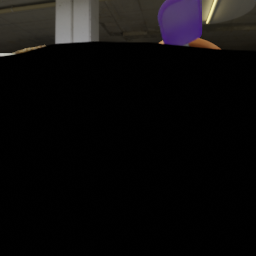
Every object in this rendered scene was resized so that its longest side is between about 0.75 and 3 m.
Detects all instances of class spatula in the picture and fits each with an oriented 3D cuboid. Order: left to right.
[{"bbox_3d":[1.156,-0.986,5.005,0.749,2.649,0.272,-21,25,-1],"label":"spatula"}]

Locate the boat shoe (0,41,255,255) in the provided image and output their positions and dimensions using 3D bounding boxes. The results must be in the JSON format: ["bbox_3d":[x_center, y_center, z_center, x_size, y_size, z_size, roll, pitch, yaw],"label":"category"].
[{"bbox_3d":[-0.524,0.203,0.383,1.730,0.655,0.621,9,1,4],"label":"boat shoe"}]

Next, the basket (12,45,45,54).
[{"bbox_3d":[-1.716,-1.060,7.317,2.832,2.021,2.110,1,11,12],"label":"basket"}]

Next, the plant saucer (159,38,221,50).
[{"bbox_3d":[1.943,-1.452,7.936,3.000,3.000,0.562,-1,-22,-16],"label":"plant saucer"}]
